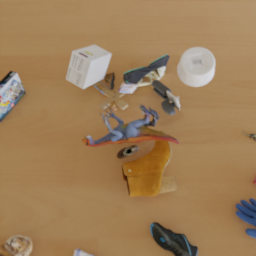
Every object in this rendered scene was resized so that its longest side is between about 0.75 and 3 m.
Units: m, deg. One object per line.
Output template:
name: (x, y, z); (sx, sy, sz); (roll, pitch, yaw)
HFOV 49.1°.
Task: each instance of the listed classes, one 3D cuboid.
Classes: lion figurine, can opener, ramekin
lion figurine: (-3.782, 4.402, 8.195); (1.500, 0.888, 2.449); (8, 68, -3)
can opener: (1.541, -1.391, 12.043); (0.794, 0.628, 2.388); (-24, 35, -3)
ramekin: (2.537, -2.297, 10.383); (1.396, 0.680, 1.396); (-2, 71, 5)

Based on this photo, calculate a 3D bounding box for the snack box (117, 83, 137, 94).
snack box: (-0.011, -1.611, 11.416); (0.138, 0.408, 1.134); (47, 22, 16)

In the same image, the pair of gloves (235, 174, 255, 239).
pair of gloves: (4.986, 2.739, 9.488); (2.190, 0.310, 2.724); (31, 61, 26)

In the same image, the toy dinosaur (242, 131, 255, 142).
toy dinosaur: (5.102, 0.344, 11.476); (0.844, 0.200, 0.372); (11, 40, 9)

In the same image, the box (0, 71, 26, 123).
box: (-5.271, -1.332, 12.016); (0.359, 1.300, 1.904); (19, 56, 13)

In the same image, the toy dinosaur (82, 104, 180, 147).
toy dinosaur: (-0.229, 0.261, 9.983); (2.699, 1.562, 2.974); (-42, 78, 20)

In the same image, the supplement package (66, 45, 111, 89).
supplement package: (-1.664, -2.637, 11.968); (0.943, 1.324, 1.700); (30, 34, 11)

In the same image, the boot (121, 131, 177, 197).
boot: (0.650, 1.214, 10.194); (1.843, 0.906, 2.574); (-1, 56, -9)

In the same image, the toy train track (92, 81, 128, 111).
toy train track: (-0.954, -1.550, 12.774); (1.558, 0.442, 2.717); (-38, 56, -16)

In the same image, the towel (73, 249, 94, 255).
towel: (-0.974, 4.568, 8.337); (1.879, 0.224, 1.380); (14, 56, 10)

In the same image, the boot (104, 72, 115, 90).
boot: (-0.882, -2.128, 12.927); (0.460, 0.449, 1.220); (-4, 41, 5)

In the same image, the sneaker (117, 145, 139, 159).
sneaker: (-0.099, 0.887, 10.273); (0.400, 1.059, 0.373); (-10, 74, -53)

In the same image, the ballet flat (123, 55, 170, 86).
ballet flat: (1.019, -2.588, 13.266); (2.775, 1.014, 1.014); (-29, 58, -25)

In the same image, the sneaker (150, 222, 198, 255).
sneaker: (1.431, 3.588, 8.919); (1.684, 0.617, 0.690); (39, 46, 19)
